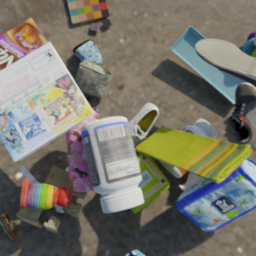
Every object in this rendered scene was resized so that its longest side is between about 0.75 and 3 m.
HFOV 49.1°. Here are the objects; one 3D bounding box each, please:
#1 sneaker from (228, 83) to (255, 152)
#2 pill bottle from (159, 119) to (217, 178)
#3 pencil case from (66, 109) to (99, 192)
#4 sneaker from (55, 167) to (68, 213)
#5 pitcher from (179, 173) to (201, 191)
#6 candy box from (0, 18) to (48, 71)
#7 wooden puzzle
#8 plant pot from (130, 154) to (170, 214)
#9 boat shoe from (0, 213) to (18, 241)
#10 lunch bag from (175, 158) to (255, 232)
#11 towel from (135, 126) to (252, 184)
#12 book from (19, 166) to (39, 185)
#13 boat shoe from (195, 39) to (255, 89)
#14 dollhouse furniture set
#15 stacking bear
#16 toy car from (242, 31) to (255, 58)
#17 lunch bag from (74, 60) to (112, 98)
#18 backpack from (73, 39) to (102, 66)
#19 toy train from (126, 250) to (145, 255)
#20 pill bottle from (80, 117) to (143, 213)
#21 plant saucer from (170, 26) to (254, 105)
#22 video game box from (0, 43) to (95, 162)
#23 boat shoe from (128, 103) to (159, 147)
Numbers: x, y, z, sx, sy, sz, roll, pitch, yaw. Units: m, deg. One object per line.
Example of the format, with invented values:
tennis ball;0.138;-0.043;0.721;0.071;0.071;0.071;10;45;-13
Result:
sneaker;3.131;-0.365;7.556;0.817;0.769;1.995;8;65;-23
pill bottle;1.832;0.591;8.619;1.799;1.009;1.009;-42;81;-7
pencil case;-1.186;0.635;7.708;0.987;0.945;2.282;-2;86;-11
sneaker;-1.911;1.831;8.534;0.526;0.600;1.496;15;76;-6
pitcher;2.238;1.655;8.643;0.937;0.662;1.092;38;90;-17
candy box;-3.824;-2.405;9.417;2.405;0.679;1.403;-35;81;-5
wooden puzzle;-1.470;-4.442;10.090;1.371;0.162;2.312;-13;79;-3
plant pot;0.354;1.577;8.253;1.404;1.274;1.397;-35;78;-11
boat shoe;-3.595;2.982;8.485;0.333;0.341;0.902;-38;82;-10
lunch bag;2.492;1.661;7.221;1.887;2.220;1.414;-40;52;22
towel;1.461;0.537;7.133;1.283;2.982;0.269;-32;116;-26
book;-2.759;1.562;8.153;0.224;0.622;0.932;-39;53;-25
boat shoe;2.783;-1.571;7.368;2.377;0.745;0.863;33;69;25
dollhouse furniture set;-2.144;2.218;8.392;1.530;1.311;1.609;22;62;0
stacking bear;-2.064;1.752;7.200;1.240;0.753;0.705;6;55;-12
toy car;4.613;-2.775;9.203;1.899;1.662;1.424;-36;46;-6
lunch bag;-1.113;-1.558;9.084;1.099;0.646;0.901;24;121;-1
backpack;-1.312;-2.461;9.471;0.781;0.736;0.958;-33;93;-9
toy train;0.092;3.276;6.561;0.338;0.445;0.779;17;90;42
pill bottle;-0.360;0.887;6.780;1.199;1.199;2.108;-13;82;-3
plant saucer;2.756;-1.986;9.095;2.869;0.272;1.003;41;99;0
video game box;-2.147;-0.581;6.448;2.110;0.494;1.922;-31;87;-2
boat shoe;0.319;0.104;8.484;0.677;0.781;1.833;38;101;-16
